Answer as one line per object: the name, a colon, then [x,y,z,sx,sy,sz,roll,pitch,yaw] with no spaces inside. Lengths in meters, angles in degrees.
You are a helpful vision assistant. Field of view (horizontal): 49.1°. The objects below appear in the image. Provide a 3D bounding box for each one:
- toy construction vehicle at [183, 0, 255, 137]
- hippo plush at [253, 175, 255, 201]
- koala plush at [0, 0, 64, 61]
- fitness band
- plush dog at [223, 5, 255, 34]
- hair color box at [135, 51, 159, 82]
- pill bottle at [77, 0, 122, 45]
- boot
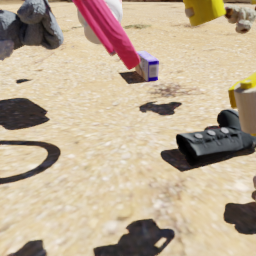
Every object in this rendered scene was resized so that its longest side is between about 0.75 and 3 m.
toy construction vehicle: [1.770,-1.124,3.582,2.318,2.018,0.816,-37,27,-27]
hippo plush: [3.038,1.024,5.093,1.246,0.992,1.002,25,38,38]
koala plush: [-2.327,-2.116,5.986,1.546,1.421,1.371,-24,55,0]
fitness band: [-0.591,-2.267,5.971,0.451,2.410,1.731,-36,8,3]
plush dog: [3.378,-3.451,8.577,0.960,0.897,1.118,26,22,10]
hair color box: [0.758,-2.633,11.823,0.514,0.868,1.587,-8,29,-14]
pill bottle: [-0.842,-3.636,8.194,1.308,1.308,2.331,-4,64,-8]
boot: [2.096,0.165,7.105,1.974,0.648,1.627,-14,30,-15]
